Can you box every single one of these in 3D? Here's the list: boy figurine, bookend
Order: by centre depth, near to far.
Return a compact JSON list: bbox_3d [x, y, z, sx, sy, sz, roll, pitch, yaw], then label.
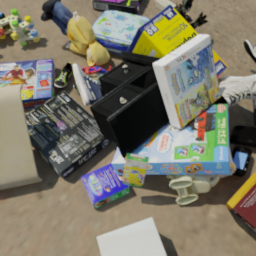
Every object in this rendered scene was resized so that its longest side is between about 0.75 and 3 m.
[{"bbox_3d":[-0.113,-0.883,8.036,2.711,1.256,2.728,-38,39,-22],"label":"bookend"},{"bbox_3d":[-1.862,-3.280,10.130,2.828,1.758,0.911,48,58,-2],"label":"boy figurine"}]

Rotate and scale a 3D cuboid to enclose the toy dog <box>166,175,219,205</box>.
[{"bbox_3d":[1.583,1.064,7.389,1.351,0.972,1.393,-25,35,17],"label":"toy dog"}]

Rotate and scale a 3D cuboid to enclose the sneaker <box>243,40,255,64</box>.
[{"bbox_3d":[4.379,-2.654,9.415,0.590,0.409,0.977,-35,90,1],"label":"sneaker"}]

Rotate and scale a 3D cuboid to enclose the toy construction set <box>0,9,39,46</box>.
[{"bbox_3d":[-4.926,-3.648,10.649,2.687,1.238,1.762,-21,56,-27],"label":"toy construction set"}]

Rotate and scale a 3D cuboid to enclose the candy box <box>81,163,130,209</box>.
[{"bbox_3d":[-0.603,1.514,7.465,1.037,0.399,0.877,-23,56,-13],"label":"candy box"}]

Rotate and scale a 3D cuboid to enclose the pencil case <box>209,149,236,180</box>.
[{"bbox_3d":[2.455,0.413,7.930,0.915,0.839,2.018,-8,50,18],"label":"pencil case"}]

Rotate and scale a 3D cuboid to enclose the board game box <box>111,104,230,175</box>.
[{"bbox_3d":[1.183,0.297,7.457,2.827,0.517,2.138,-5,39,22],"label":"board game box"}]

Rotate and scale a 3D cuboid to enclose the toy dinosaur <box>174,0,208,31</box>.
[{"bbox_3d":[1.959,-3.993,10.780,1.320,1.754,2.585,24,60,-36],"label":"toy dinosaur"}]

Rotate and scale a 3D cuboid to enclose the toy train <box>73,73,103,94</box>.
[{"bbox_3d":[-1.207,-1.463,9.351,1.234,0.526,0.703,-15,25,-12],"label":"toy train"}]

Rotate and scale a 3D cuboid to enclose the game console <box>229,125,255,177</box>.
[{"bbox_3d":[3.339,0.650,7.962,1.043,0.213,1.768,9,53,35],"label":"game console"}]

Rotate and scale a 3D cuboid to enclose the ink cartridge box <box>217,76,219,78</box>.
[{"bbox_3d":[2.673,-2.320,10.215,1.107,0.281,1.257,-4,56,-1],"label":"ink cartridge box"}]

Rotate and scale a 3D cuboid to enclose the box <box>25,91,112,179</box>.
[{"bbox_3d":[-1.924,0.119,8.353,2.321,0.505,1.859,39,63,24],"label":"box"}]

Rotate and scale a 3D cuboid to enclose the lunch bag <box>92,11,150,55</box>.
[{"bbox_3d":[-0.258,-3.556,10.685,2.200,0.907,1.769,16,55,10],"label":"lunch bag"}]

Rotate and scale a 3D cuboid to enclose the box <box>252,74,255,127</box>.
[{"bbox_3d":[4.844,-0.948,8.717,1.512,1.091,2.037,11,56,4],"label":"box"}]

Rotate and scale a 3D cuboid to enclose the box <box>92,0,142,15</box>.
[{"bbox_3d":[-0.253,-6.316,12.684,1.997,0.504,2.793,11,62,8],"label":"box"}]

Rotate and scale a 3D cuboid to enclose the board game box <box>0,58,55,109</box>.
[{"bbox_3d":[-3.929,-1.444,9.470,2.801,0.483,1.896,-6,55,-4],"label":"board game box"}]

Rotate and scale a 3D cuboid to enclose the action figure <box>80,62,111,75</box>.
[{"bbox_3d":[-1.084,-2.004,9.603,1.351,0.349,0.442,-11,43,-38],"label":"action figure"}]

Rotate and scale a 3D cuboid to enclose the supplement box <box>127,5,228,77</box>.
[{"bbox_3d":[1.473,-2.161,8.735,1.417,1.426,2.604,-43,90,-20],"label":"supplement box"}]

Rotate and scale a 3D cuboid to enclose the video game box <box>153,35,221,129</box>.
[{"bbox_3d":[1.564,-1.170,7.134,1.669,1.832,0.429,-35,33,-19],"label":"video game box"}]

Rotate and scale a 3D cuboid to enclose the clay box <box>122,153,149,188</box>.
[{"bbox_3d":[0.154,1.020,6.596,0.520,0.905,0.215,10,40,1],"label":"clay box"}]

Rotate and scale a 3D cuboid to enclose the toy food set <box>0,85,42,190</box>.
[{"bbox_3d":[-3.490,0.355,7.318,1.936,0.815,2.699,-11,99,-8],"label":"toy food set"}]

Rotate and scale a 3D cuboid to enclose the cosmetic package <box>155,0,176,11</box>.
[{"bbox_3d":[1.652,-5.326,12.273,0.463,0.327,0.894,-32,60,-20],"label":"cosmetic package"}]

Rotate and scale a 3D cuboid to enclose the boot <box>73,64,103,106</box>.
[{"bbox_3d":[-1.257,-1.390,8.728,0.617,0.497,1.366,-18,87,-17],"label":"boot"}]

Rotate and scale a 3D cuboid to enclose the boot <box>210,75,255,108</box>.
[{"bbox_3d":[3.224,-0.934,7.906,1.143,0.879,2.391,-39,23,-24],"label":"boot"}]

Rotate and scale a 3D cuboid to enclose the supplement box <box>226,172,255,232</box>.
[{"bbox_3d":[3.443,1.812,6.575,1.550,1.043,1.571,-47,65,-2],"label":"supplement box"}]

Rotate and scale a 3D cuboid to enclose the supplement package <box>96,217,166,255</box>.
[{"bbox_3d":[0.164,2.928,6.083,1.307,1.005,1.367,-17,57,-7],"label":"supplement package"}]

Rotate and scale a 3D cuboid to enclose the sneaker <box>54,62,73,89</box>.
[{"bbox_3d":[-2.219,-1.830,9.570,0.407,0.470,1.136,15,52,2],"label":"sneaker"}]
